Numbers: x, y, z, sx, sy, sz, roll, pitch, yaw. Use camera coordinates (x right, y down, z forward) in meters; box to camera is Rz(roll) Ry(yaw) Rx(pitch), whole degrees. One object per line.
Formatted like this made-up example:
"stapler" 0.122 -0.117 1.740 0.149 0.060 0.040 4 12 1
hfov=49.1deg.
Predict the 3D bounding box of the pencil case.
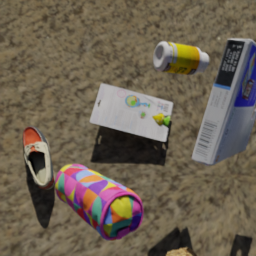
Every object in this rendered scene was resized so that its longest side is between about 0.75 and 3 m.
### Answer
"pencil case" -0.702 1.453 5.801 1.043 2.360 1.043 -4 98 -32

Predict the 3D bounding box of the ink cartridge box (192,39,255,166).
"ink cartridge box" 2.641 -0.561 6.780 0.586 2.701 2.676 22 106 34

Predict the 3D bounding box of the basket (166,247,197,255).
"basket" 1.314 3.565 6.443 0.883 0.922 1.237 -30 83 33

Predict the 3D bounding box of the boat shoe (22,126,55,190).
"boat shoe" -2.923 0.890 8.975 0.798 0.701 2.241 -21 73 -4

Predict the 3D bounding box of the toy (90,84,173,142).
"toy" 0.132 -0.448 9.448 2.531 0.598 1.458 14 70 1

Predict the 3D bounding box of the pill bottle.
"pill bottle" 1.356 -1.732 7.125 1.321 0.722 0.722 2 71 -22
